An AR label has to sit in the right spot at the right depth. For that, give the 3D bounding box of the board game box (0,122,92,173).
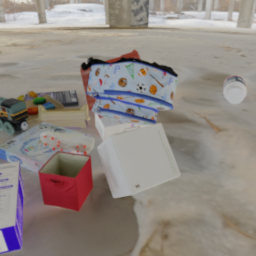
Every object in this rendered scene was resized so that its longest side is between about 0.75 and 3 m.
[{"bbox_3d":[-2.837,0.663,9.873,2.303,0.502,2.314,14,29,23],"label":"board game box"}]

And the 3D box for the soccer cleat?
[{"bbox_3d":[-1.946,0.419,9.048,1.751,0.607,0.679,11,34,7],"label":"soccer cleat"}]

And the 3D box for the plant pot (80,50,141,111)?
[{"bbox_3d":[-0.746,-2.068,13.285,2.716,2.793,2.793,-12,28,-6],"label":"plant pot"}]

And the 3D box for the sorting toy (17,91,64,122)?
[{"bbox_3d":[-4.570,-1.142,13.303,2.019,0.363,2.710,-27,41,-33],"label":"sorting toy"}]

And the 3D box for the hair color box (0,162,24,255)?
[{"bbox_3d":[-3.414,1.954,6.998,1.422,0.843,2.601,-9,30,-14],"label":"hair color box"}]

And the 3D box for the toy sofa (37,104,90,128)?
[{"bbox_3d":[-2.735,-0.470,12.026,2.116,1.033,0.876,-3,2,-5],"label":"toy sofa"}]

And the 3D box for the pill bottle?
[{"bbox_3d":[5.511,-1.945,14.475,1.124,1.124,1.880,8,28,15],"label":"pill bottle"}]

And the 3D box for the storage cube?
[{"bbox_3d":[-1.673,1.444,7.687,1.070,1.125,1.251,6,28,13],"label":"storage cube"}]

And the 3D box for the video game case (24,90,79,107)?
[{"bbox_3d":[-3.990,-1.465,14.511,2.675,0.254,1.911,-7,27,-12],"label":"video game case"}]

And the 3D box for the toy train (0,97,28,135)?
[{"bbox_3d":[-5.078,-0.632,11.559,2.401,1.368,1.023,17,30,29],"label":"toy train"}]

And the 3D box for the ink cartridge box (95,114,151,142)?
[{"bbox_3d":[-0.019,-0.254,11.304,2.388,0.806,1.391,-10,35,-20],"label":"ink cartridge box"}]

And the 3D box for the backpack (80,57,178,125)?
[{"bbox_3d":[0.169,-1.230,9.284,2.885,2.223,2.748,5,-4,-35],"label":"backpack"}]

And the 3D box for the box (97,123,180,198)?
[{"bbox_3d":[0.240,0.909,7.736,1.598,1.591,1.369,-15,-11,-25],"label":"box"}]
